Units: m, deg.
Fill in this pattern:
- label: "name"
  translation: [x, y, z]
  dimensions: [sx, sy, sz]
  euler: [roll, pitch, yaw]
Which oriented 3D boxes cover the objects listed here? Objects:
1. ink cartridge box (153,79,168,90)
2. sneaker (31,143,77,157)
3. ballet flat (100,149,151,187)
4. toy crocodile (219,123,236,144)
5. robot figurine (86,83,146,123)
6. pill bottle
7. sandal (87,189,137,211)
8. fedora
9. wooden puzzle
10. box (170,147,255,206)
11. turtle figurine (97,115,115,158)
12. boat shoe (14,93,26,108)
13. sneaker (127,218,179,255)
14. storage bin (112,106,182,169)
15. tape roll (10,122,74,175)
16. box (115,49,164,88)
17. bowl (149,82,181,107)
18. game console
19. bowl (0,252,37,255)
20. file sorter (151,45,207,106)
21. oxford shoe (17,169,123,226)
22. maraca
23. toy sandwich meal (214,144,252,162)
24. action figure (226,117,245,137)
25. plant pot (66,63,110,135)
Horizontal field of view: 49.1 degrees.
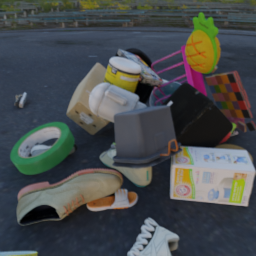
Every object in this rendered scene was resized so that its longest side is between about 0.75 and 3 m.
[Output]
- label: "ink cartridge box"
  translation: [1.579, -2.237, 15.956]
  dimensions: [1.581, 0.655, 1.160]
  euler: [-18, 31, -32]
- label: "sneaker"
  translation: [-2.553, 0.884, 9.750]
  dimensions: [1.602, 0.592, 0.635]
  euler: [-12, 37, -9]
- label: "ballet flat"
  translation: [-0.111, 1.065, 9.070]
  dimensions: [0.803, 0.803, 2.312]
  euler: [-22, 33, -37]
- label: "toy crocodile"
  translation: [3.064, 0.268, 10.147]
  dimensions: [2.778, 0.938, 0.858]
  euler: [-8, 47, -40]
- label: "robot figurine"
  translation: [-0.388, -0.689, 8.358]
  dimensions: [1.815, 1.025, 1.539]
  euler: [23, -17, 0]
- label: "pill bottle"
  translation: [-0.347, -1.306, 9.596]
  dimensions: [1.112, 1.985, 1.112]
  euler: [15, 27, -8]
- label: "sandal"
  translation: [-0.419, 1.933, 7.668]
  dimensions: [1.431, 0.410, 0.548]
  euler: [-7, 27, -15]
- label: "fedora"
  translation: [-0.147, -2.175, 13.008]
  dimensions: [2.976, 2.976, 1.359]
  euler: [-18, 19, -33]
- label: "wooden puzzle"
  translation: [3.740, -1.168, 10.404]
  dimensions: [0.207, 2.947, 1.748]
  euler: [-29, 12, -12]
- label: "box"
  translation: [2.285, 1.332, 7.988]
  dimensions: [2.136, 1.201, 1.082]
  euler: [4, 27, 8]
- label: "turtle figurine"
  translation: [-0.388, -0.017, 9.552]
  dimensions: [1.767, 1.272, 1.714]
  euler: [-28, 3, -1]
- label: "boat shoe"
  translation: [-5.612, -1.467, 14.570]
  dimensions: [0.466, 0.503, 1.364]
  euler: [9, 33, -13]
- label: "sneaker"
  translation: [0.406, 2.768, 5.602]
  dimensions: [0.905, 0.839, 2.234]
  euler: [19, 31, 17]
- label: "storage bin"
  translation: [0.522, 0.151, 7.250]
  dimensions: [1.410, 1.301, 1.938]
  euler: [-2, 10, 40]
- label: "tape roll"
  translation: [-2.869, 0.638, 9.436]
  dimensions: [2.095, 0.504, 2.095]
  euler: [-15, 34, 10]
- label: "box"
  translation: [0.420, -2.237, 10.586]
  dimensions: [1.195, 0.348, 1.746]
  euler: [3, 41, -49]
- label: "bowl"
  translation: [1.853, -1.025, 12.536]
  dimensions: [1.866, 1.866, 0.976]
  euler: [0, -11, 0]
- label: "game console"
  translation: [1.844, -0.014, 8.894]
  dimensions: [1.859, 2.114, 1.230]
  euler: [46, 5, 35]
- label: "bowl"
  translation: [-2.632, 2.789, 4.952]
  dimensions: [1.897, 1.897, 1.021]
  euler: [-1, 68, -3]
- label: "file sorter"
  translation: [2.034, -1.356, 11.136]
  dimensions: [1.743, 1.932, 2.780]
  euler: [-20, 53, 26]
- label: "oxford shoe"
  translation: [-1.450, 1.861, 7.223]
  dimensions: [2.805, 0.993, 1.035]
  euler: [-17, 33, -2]
- label: "maraca"
  translation: [2.544, -2.805, 9.531]
  dimensions: [1.111, 2.077, 1.424]
  euler: [-26, 47, -18]
- label: "toy sandwich meal"
  translation: [3.431, 1.050, 9.452]
  dimensions: [1.504, 0.515, 1.504]
  euler: [-1, 29, 1]
- label: "action figure"
  translation: [3.954, -0.153, 11.483]
  dimensions: [1.589, 1.065, 1.183]
  euler: [-31, -1, -10]
- label: "plant pot"
  translation: [-1.280, -0.934, 11.166]
  dimensions: [2.002, 2.000, 1.773]
  euler: [-33, 22, 52]
